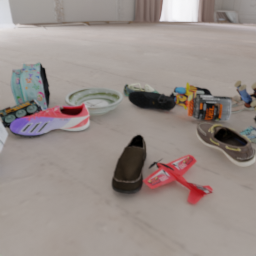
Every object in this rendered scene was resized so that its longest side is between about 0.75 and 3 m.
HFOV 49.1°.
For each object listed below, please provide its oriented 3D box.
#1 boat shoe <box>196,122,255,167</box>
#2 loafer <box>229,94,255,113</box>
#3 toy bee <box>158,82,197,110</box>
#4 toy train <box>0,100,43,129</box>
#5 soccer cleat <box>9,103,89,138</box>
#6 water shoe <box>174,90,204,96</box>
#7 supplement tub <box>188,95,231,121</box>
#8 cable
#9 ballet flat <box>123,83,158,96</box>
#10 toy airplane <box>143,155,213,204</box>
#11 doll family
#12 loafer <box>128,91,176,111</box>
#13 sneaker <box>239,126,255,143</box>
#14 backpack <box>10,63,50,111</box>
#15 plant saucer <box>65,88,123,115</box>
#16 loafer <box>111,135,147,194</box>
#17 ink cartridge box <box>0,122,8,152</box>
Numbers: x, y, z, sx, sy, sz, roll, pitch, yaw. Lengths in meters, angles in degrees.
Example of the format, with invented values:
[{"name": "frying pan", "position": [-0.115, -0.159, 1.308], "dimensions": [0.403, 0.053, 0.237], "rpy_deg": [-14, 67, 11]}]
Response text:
[{"name": "boat shoe", "position": [3.228, 0.320, 9.607], "dimensions": [0.942, 0.780, 2.621], "rpy_deg": [-28, 33, -10]}, {"name": "loafer", "position": [5.075, -1.228, 12.805], "dimensions": [2.549, 0.801, 0.916], "rpy_deg": [-6, 28, -13]}, {"name": "toy bee", "position": [2.238, -1.146, 11.305], "dimensions": [1.755, 1.149, 0.954], "rpy_deg": [-39, 48, -12]}, {"name": "toy train", "position": [-4.278, -0.568, 11.144], "dimensions": [1.670, 0.712, 0.952], "rpy_deg": [-28, 54, -17]}, {"name": "soccer cleat", "position": [-2.962, -0.370, 10.595], "dimensions": [2.969, 1.087, 1.013], "rpy_deg": [-6, 49, -12]}, {"name": "water shoe", "position": [2.955, -1.497, 13.532], "dimensions": [1.511, 0.596, 0.540], "rpy_deg": [-3, 12, -9]}, {"name": "supplement tub", "position": [3.393, -0.844, 11.806], "dimensions": [1.680, 1.029, 1.029], "rpy_deg": [3, 27, 9]}, {"name": "cable", "position": [3.092, -1.560, 13.761], "dimensions": [2.145, 0.545, 1.750], "rpy_deg": [16, 31, 28]}, {"name": "ballet flat", "position": [0.709, -1.927, 14.345], "dimensions": [1.985, 0.737, 0.737], "rpy_deg": [5, 27, 10]}, {"name": "toy airplane", "position": [1.507, 1.443, 7.997], "dimensions": [2.118, 0.390, 2.118], "rpy_deg": [0, 27, 0]}, {"name": "doll family", "position": [5.021, -0.846, 10.680], "dimensions": [1.020, 1.503, 2.600], "rpy_deg": [-34, 47, 22]}, {"name": "loafer", "position": [1.110, -1.262, 13.021], "dimensions": [2.284, 0.775, 0.802], "rpy_deg": [13, 19, 23]}, {"name": "sneaker", "position": [4.318, 0.218, 10.173], "dimensions": [1.400, 0.604, 0.543], "rpy_deg": [-6, 28, -13]}, {"name": "backpack", "position": [-4.282, -1.698, 12.488], "dimensions": [1.681, 1.983, 2.233], "rpy_deg": [-13, 39, -18]}, {"name": "plant saucer", "position": [-1.534, -1.148, 12.813], "dimensions": [2.617, 0.657, 2.617], "rpy_deg": [0, 28, 0]}, {"name": "loafer", "position": [0.048, 0.976, 8.354], "dimensions": [0.912, 0.892, 2.500], "rpy_deg": [4, 27, 7]}, {"name": "ink cartridge box", "position": [-4.838, 0.579, 8.845], "dimensions": [1.457, 0.841, 2.008], "rpy_deg": [-20, 29, -1]}]
